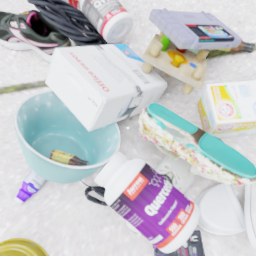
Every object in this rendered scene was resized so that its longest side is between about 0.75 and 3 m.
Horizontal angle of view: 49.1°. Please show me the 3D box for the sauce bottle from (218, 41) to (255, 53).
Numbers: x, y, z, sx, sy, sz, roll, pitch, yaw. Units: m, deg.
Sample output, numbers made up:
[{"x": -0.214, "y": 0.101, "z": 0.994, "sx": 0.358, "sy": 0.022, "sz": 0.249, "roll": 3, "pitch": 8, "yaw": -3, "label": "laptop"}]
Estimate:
[{"x": 2.974, "y": -2.459, "z": 8.219, "sx": 1.359, "sy": 0.449, "sz": 0.449, "roll": 15, "pitch": 67, "yaw": 4, "label": "sauce bottle"}]

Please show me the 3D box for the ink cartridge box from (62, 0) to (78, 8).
[{"x": -2.059, "y": -4.278, "z": 8.986, "sx": 1.447, "sy": 0.487, "sz": 0.841, "roll": 9, "pitch": 66, "yaw": 4, "label": "ink cartridge box"}]

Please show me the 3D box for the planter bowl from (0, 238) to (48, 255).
[{"x": -2.439, "y": 3.122, "z": 5.579, "sx": 1.761, "sy": 0.733, "sz": 1.761, "roll": 0, "pitch": 66, "yaw": -1, "label": "planter bowl"}]

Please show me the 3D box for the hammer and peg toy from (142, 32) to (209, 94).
[{"x": 1.352, "y": -1.899, "z": 7.282, "sx": 1.652, "sy": 0.792, "sz": 2.245, "roll": 28, "pitch": 40, "yaw": -1, "label": "hammer and peg toy"}]

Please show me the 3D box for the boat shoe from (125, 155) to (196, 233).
[{"x": 0.838, "y": 1.258, "z": 6.317, "sx": 0.886, "sy": 0.873, "sz": 2.500, "roll": 41, "pitch": 72, "yaw": 16, "label": "boat shoe"}]

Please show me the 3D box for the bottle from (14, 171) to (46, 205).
[{"x": -2.261, "y": 1.331, "z": 6.552, "sx": 0.310, "sy": 0.397, "sz": 0.951, "roll": 8, "pitch": 56, "yaw": 51, "label": "bottle"}]

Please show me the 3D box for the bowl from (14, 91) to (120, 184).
[{"x": -1.428, "y": 0.326, "z": 6.301, "sx": 2.273, "sy": 1.189, "sz": 2.273, "roll": 17, "pitch": 41, "yaw": -15, "label": "bowl"}]

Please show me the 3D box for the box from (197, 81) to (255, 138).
[{"x": 2.870, "y": -0.459, "z": 6.998, "sx": 1.972, "sy": 0.999, "sz": 1.109, "roll": -4, "pitch": 67, "yaw": -2, "label": "box"}]

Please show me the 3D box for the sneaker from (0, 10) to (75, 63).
[{"x": -2.795, "y": -2.877, "z": 7.954, "sx": 2.893, "sy": 1.249, "sz": 1.162, "roll": 20, "pitch": 66, "yaw": 9, "label": "sneaker"}]

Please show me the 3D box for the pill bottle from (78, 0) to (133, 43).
[{"x": -0.708, "y": -3.247, "z": 7.700, "sx": 0.948, "sy": 0.948, "sz": 1.713, "roll": -34, "pitch": 74, "yaw": -14, "label": "pill bottle"}]

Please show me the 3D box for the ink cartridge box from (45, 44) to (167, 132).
[{"x": -0.454, "y": -1.090, "z": 6.690, "sx": 1.720, "sy": 1.008, "sz": 2.349, "roll": 47, "pitch": 40, "yaw": 18, "label": "ink cartridge box"}]

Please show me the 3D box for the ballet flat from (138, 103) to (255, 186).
[{"x": 1.390, "y": 0.456, "z": 6.157, "sx": 2.830, "sy": 0.905, "sz": 1.070, "roll": 37, "pitch": 40, "yaw": 24, "label": "ballet flat"}]

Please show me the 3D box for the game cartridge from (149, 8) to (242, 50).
[{"x": 1.797, "y": -2.558, "z": 7.222, "sx": 2.219, "sy": 0.426, "sz": 1.438, "roll": -13, "pitch": 49, "yaw": -33, "label": "game cartridge"}]

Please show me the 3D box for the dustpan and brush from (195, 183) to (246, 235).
[{"x": 1.714, "y": 1.954, "z": 6.316, "sx": 1.605, "sy": 0.459, "sz": 1.120, "roll": -10, "pitch": 62, "yaw": -12, "label": "dustpan and brush"}]

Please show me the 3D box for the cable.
[{"x": -1.664, "y": -3.035, "z": 7.660, "sx": 2.666, "sy": 2.175, "sz": 0.677, "roll": 44, "pitch": 106, "yaw": 9, "label": "cable"}]

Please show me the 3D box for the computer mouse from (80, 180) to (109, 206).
[{"x": -1.186, "y": 1.225, "z": 6.659, "sx": 1.985, "sy": 0.338, "sz": 0.582, "roll": 35, "pitch": 52, "yaw": 12, "label": "computer mouse"}]

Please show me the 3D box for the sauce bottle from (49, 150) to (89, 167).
[{"x": -1.287, "y": 0.707, "z": 6.155, "sx": 0.851, "sy": 0.281, "sz": 0.281, "roll": 15, "pitch": 67, "yaw": 3, "label": "sauce bottle"}]

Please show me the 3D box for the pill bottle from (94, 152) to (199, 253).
[{"x": 0.322, "y": 1.358, "z": 5.381, "sx": 1.940, "sy": 1.091, "sz": 1.091, "roll": 40, "pitch": 71, "yaw": 4, "label": "pill bottle"}]

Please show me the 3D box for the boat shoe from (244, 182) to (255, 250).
[{"x": 2.835, "y": 1.805, "z": 5.979, "sx": 0.508, "sy": 0.557, "sz": 1.548, "roll": -19, "pitch": 32, "yaw": 35, "label": "boat shoe"}]

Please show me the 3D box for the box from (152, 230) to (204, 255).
[{"x": 1.039, "y": 2.533, "z": 5.943, "sx": 0.996, "sy": 0.528, "sz": 0.609, "roll": -4, "pitch": 66, "yaw": -2, "label": "box"}]

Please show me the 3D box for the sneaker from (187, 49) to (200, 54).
[{"x": 1.672, "y": -2.763, "z": 8.156, "sx": 1.320, "sy": 0.779, "sz": 0.486, "roll": 37, "pitch": 72, "yaw": 15, "label": "sneaker"}]
